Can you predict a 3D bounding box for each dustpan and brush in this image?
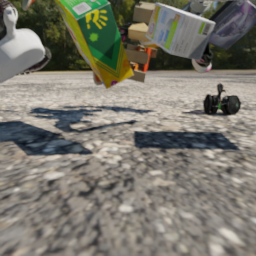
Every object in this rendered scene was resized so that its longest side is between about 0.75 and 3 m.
[{"bbox_3d":[-2.009,-1.499,4.997,1.159,0.475,1.661,-40,5,-25],"label":"dustpan and brush"}]

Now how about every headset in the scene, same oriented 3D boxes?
[{"bbox_3d":[3.950,-1.173,11.891,1.565,1.191,2.535,5,3,24],"label":"headset"}]

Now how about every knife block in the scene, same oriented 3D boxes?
[{"bbox_3d":[0.211,-3.351,9.884,0.968,0.353,1.103,-16,45,-10],"label":"knife block"}]

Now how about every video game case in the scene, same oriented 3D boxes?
[{"bbox_3d":[3.081,-3.088,8.402,2.152,0.204,1.538,-3,-30,-48],"label":"video game case"}]

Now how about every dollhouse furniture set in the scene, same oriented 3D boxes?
[{"bbox_3d":[0.860,-3.480,11.374,1.440,2.765,2.795,14,37,7],"label":"dollhouse furniture set"}]

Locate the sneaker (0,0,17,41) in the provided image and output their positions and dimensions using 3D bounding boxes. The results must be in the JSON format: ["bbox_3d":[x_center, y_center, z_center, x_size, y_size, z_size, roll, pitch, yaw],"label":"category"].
[{"bbox_3d":[-3.272,-2.546,7.344,0.932,1.423,2.464,-28,50,-15],"label":"sneaker"}]

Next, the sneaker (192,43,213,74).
[{"bbox_3d":[2.948,-3.585,11.826,0.966,2.405,1.038,-23,-18,-14],"label":"sneaker"}]

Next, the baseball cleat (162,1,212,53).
[{"bbox_3d":[1.842,-3.483,8.857,0.814,2.334,1.242,33,6,-3],"label":"baseball cleat"}]

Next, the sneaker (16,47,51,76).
[{"bbox_3d":[-3.525,-2.256,8.767,2.166,0.820,1.251,-28,-21,-15],"label":"sneaker"}]

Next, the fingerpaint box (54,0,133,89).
[{"bbox_3d":[-0.999,-2.648,7.780,0.928,2.111,2.530,-29,45,-6],"label":"fingerpaint box"}]

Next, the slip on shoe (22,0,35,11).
[{"bbox_3d":[-3.026,-4.114,8.850,0.351,0.948,0.290,35,6,35],"label":"slip on shoe"}]

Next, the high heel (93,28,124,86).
[{"bbox_3d":[-0.786,-2.982,11.866,0.847,2.513,1.208,27,13,-6],"label":"high heel"}]

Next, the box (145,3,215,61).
[{"bbox_3d":[1.084,-2.172,6.251,0.758,0.841,1.495,6,29,-24],"label":"box"}]

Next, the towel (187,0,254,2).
[{"bbox_3d":[2.547,-3.440,6.102,2.397,1.589,0.413,16,-23,36],"label":"towel"}]

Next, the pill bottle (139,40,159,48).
[{"bbox_3d":[1.073,-3.364,10.230,0.798,0.798,1.437,-7,14,-27],"label":"pill bottle"}]
